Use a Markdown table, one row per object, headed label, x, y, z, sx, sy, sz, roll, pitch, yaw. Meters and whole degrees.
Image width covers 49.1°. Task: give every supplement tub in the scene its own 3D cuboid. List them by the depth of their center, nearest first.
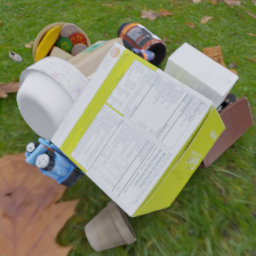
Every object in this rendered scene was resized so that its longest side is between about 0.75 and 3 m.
| label | x | y | z | sx | sy | sz | roll | pitch | yaw |
| --- | --- | --- | --- | --- | --- | --- | --- | --- | --- |
| supplement tub | 0.526 | -4.062 | 13.413 | 1.455 | 1.455 | 2.720 | -23 | 51 | -21 |

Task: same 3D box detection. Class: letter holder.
| label | x | y | z | sx | sy | sz | roll | pitch | yaw |
| --- | --- | --- | --- | --- | --- | --- | --- | --- | --- |
| letter holder | 2.558 | -0.354 | 9.093 | 2.775 | 1.973 | 1.396 | -34 | 24 | -29 |

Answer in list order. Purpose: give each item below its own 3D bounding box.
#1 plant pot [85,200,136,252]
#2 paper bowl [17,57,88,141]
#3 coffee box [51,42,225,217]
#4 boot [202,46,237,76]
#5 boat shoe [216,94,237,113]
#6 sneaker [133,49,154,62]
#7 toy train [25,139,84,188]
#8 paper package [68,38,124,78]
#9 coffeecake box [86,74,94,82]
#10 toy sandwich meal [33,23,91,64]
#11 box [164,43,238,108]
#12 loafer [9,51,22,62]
| label | x | y | z | sx | sy | sz | roll | pitch | yaw |
| --- | --- | --- | --- | --- | --- | --- | --- | --- | --- |
| plant pot | -0.508 | 2.595 | 7.200 | 1.020 | 1.175 | 1.175 | -29 | 50 | -3 |
| paper bowl | -2.301 | -0.672 | 8.701 | 2.734 | 2.734 | 1.422 | 27 | 49 | 24 |
| coffee box | 0.424 | 0.156 | 7.062 | 2.749 | 2.775 | 2.779 | 37 | 96 | 25 |
| boot | 3.087 | -2.205 | 9.524 | 1.441 | 1.119 | 0.553 | -8 | 10 | -15 |
| boat shoe | 3.192 | -0.758 | 9.144 | 0.434 | 0.372 | 1.187 | 5 | 43 | 50 |
| sneaker | 0.546 | -2.646 | 10.398 | 0.548 | 0.526 | 1.396 | -9 | 25 | -16 |
| toy train | -1.748 | 0.841 | 6.669 | 0.669 | 1.542 | 0.881 | -47 | 55 | -3 |
| paper package | -1.044 | -1.691 | 10.177 | 1.270 | 2.339 | 2.454 | 12 | 45 | 45 |
| coffeecake box | -0.918 | -1.279 | 8.823 | 0.664 | 0.865 | 0.316 | -25 | 24 | 26 |
| toy sandwich meal | -2.346 | -2.594 | 10.271 | 2.466 | 2.466 | 0.845 | -21 | 29 | -20 |
| box | 1.992 | -1.373 | 8.084 | 1.807 | 1.124 | 0.881 | 39 | 65 | 14 |
| loafer | -5.527 | -3.489 | 13.668 | 0.865 | 0.272 | 0.311 | 29 | 52 | 25 |
